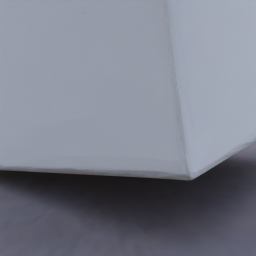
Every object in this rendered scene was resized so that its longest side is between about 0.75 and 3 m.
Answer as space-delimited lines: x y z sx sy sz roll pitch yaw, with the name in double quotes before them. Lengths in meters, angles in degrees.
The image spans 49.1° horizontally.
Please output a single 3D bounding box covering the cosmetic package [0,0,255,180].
"cosmetic package" -0.011 -0.643 2.868 2.719 1.671 2.710 -7 3 41
